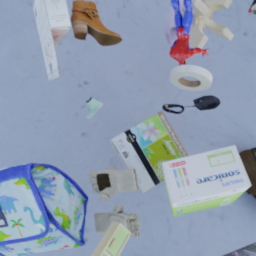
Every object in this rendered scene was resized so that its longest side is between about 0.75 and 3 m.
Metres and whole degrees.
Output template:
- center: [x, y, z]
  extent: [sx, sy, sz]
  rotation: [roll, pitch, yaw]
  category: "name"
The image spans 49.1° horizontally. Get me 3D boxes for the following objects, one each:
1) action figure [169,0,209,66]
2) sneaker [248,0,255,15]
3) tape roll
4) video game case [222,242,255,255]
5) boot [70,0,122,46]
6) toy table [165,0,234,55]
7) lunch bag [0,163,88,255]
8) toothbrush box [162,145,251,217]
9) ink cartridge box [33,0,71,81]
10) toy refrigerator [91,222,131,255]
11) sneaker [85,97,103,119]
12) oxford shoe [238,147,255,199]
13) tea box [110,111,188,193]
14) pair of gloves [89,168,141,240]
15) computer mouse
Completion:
- center: [1.557, -2.587, 7.199]
  extent: [0.731, 1.109, 2.240]
  rotation: [14, 112, 38]
  category: "action figure"
- center: [3.957, -3.466, 7.757]
  extent: [0.887, 1.897, 0.668]
  rotation: [25, 106, 9]
  category: "sneaker"
- center: [1.622, -1.280, 7.314]
  extent: [1.109, 1.109, 0.203]
  rotation: [13, 75, 3]
  category: "tape roll"
- center: [3.020, 2.990, 6.408]
  extent: [1.720, 1.229, 0.163]
  rotation: [-5, 86, -29]
  category: "video game case"
- center: [-0.882, -2.910, 7.772]
  extent: [1.460, 0.560, 1.133]
  rotation: [1, 70, -22]
  category: "boot"
- center: [2.151, -3.287, 8.238]
  extent: [1.280, 2.009, 2.186]
  rotation: [44, 119, 46]
  category: "toy table"
- center: [-2.646, 1.939, 6.801]
  extent: [2.459, 2.892, 1.843]
  rotation: [-14, 45, 11]
  category: "lunch bag"
- center: [1.652, 1.315, 6.386]
  extent: [1.541, 2.117, 0.911]
  rotation: [-14, 66, 4]
  category: "toothbrush box"
- center: [-2.067, -2.539, 7.785]
  extent: [0.580, 2.663, 2.311]
  rotation: [-14, 102, -19]
  category: "ink cartridge box"
- center: [-0.389, 2.529, 5.851]
  extent: [0.397, 0.366, 1.045]
  rotation: [48, 56, -17]
  category: "toy refrigerator"
- center: [-1.183, -0.624, 8.623]
  extent: [0.470, 0.797, 0.293]
  rotation: [34, 36, -20]
  category: "sneaker"
- center: [4.269, 2.017, 9.444]
  extent: [1.094, 0.942, 2.592]
  rotation: [-16, 72, 10]
  category: "oxford shoe"
- center: [0.625, 0.706, 8.345]
  extent: [1.728, 1.174, 1.757]
  rotation: [-30, 87, -8]
  category: "tea box"
- center: [-0.390, 1.973, 7.274]
  extent: [1.573, 0.324, 1.850]
  rotation: [-6, 86, 39]
  category: "pair of gloves"
- center: [1.930, -0.741, 8.444]
  extent: [1.871, 0.318, 0.548]
  rotation: [-9, 48, -14]
  category: "computer mouse"
